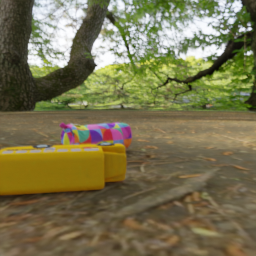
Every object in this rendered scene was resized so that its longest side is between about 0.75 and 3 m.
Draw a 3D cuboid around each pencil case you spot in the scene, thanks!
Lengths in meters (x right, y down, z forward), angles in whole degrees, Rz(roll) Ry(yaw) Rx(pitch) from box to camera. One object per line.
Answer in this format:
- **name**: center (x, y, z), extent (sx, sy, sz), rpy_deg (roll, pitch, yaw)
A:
- **pencil case**: center (-1.008, 0.299, 9.033), extent (2.330, 1.030, 1.030), rpy_deg (-1, 5, -37)

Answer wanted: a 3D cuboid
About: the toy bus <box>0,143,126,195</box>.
- **toy bus**: center (-1.226, 0.764, 5.486), extent (2.424, 0.789, 0.949), rpy_deg (-1, 6, -11)
